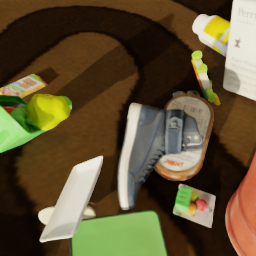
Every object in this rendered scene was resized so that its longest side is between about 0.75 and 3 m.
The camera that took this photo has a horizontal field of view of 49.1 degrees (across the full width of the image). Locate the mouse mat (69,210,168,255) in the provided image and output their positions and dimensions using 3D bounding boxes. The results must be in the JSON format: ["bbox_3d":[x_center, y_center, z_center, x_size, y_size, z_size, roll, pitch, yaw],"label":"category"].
[{"bbox_3d":[-0.094,2.841,5.350,1.949,0.091,2.422,-5,55,-10],"label":"mouse mat"}]

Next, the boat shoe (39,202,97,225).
[{"bbox_3d":[-1.331,1.890,6.249,1.299,0.467,0.387,-8,13,12],"label":"boat shoe"}]

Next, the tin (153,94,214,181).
[{"bbox_3d":[1.431,0.169,7.429,1.392,0.520,2.486,13,63,18],"label":"tin"}]

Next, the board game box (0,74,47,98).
[{"bbox_3d":[-3.504,-1.352,9.375,1.449,0.217,0.692,-32,56,-29],"label":"board game box"}]

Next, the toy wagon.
[{"bbox_3d":[2.377,-1.414,8.598,0.368,1.443,1.860,-19,49,18],"label":"toy wagon"}]

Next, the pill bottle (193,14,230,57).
[{"bbox_3d":[3.506,-3.600,10.783,1.105,1.105,2.120,-27,53,-22],"label":"pill bottle"}]

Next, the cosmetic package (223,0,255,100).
[{"bbox_3d":[4.645,-2.512,8.320,2.416,2.929,2.414,-34,45,-27],"label":"cosmetic package"}]

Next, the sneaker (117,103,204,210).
[{"bbox_3d":[0.774,0.712,6.501,1.850,0.973,2.560,8,76,8],"label":"sneaker"}]

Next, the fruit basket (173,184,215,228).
[{"bbox_3d":[1.527,1.777,6.453,0.886,0.415,0.820,22,50,1],"label":"fruit basket"}]

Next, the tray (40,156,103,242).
[{"bbox_3d":[-1.098,1.480,5.919,1.029,0.212,1.916,-22,33,34],"label":"tray"}]

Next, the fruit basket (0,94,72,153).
[{"bbox_3d":[-2.485,-0.381,7.047,1.493,2.070,2.070,45,56,-4],"label":"fruit basket"}]

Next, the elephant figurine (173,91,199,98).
[{"bbox_3d":[1.924,-0.762,8.546,1.054,0.746,0.817,5,78,1],"label":"elephant figurine"}]

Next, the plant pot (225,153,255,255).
[{"bbox_3d":[3.486,1.009,5.026,2.991,2.908,2.991,-4,37,3],"label":"plant pot"}]
